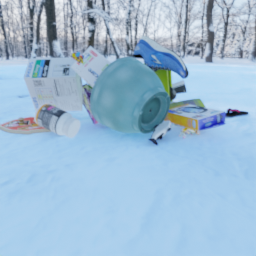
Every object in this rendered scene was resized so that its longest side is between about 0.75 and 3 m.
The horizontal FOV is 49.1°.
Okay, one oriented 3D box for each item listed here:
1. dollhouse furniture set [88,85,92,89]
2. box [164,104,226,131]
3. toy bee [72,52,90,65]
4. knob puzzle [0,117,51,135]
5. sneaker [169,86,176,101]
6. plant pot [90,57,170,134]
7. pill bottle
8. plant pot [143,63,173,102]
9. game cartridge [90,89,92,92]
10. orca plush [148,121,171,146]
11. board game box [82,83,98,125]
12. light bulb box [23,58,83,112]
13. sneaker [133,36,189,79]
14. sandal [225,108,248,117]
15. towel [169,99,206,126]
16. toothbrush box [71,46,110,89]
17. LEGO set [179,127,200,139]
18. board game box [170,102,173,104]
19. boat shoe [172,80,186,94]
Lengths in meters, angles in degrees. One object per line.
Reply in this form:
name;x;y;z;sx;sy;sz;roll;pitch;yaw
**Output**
dollhouse furniture set;-1.921;-2.139;16.820;1.483;1.136;2.265;5;18;17
box;2.563;-0.436;10.816;1.413;0.492;2.374;-16;18;-28
toy bee;-1.781;-2.477;9.988;0.540;0.448;0.825;29;-9;-24
knob puzzle;-4.210;-0.249;11.900;2.721;0.377;2.721;0;17;0
sneaker;1.551;-1.473;13.921;0.854;0.812;2.154;-39;14;-25
plant pot;0.323;-0.957;10.540;2.909;2.909;1.949;-16;39;-43
pill bottle;-2.658;-0.259;10.563;1.581;0.920;0.920;23;24;19
plant pot;1.021;-2.104;14.271;2.329;2.554;2.567;-2;22;14
game cartridge;-0.947;-0.893;12.004;1.926;0.390;1.284;42;-5;-39
orca plush;1.211;0.263;10.074;0.682;0.461;1.297;-1;33;25
board game box;-1.525;-0.917;11.411;0.303;1.127;1.878;-31;-11;-16
light bulb box;-3.517;-2.069;13.729;2.370;2.349;1.479;-1;51;-2
sneaker;1.376;-2.807;12.158;2.809;1.252;1.103;37;5;25
sandal;5.173;-0.792;13.686;1.679;0.378;0.631;-8;19;-25
towel;2.650;-0.739;12.449;1.682;0.192;1.208;-14;56;-10
toothbrush box;-0.782;-1.805;11.969;2.095;1.239;2.878;43;1;26
LEGO set;2.262;0.209;10.660;0.995;0.370;0.458;-5;44;-40
board game box;1.722;-1.084;14.138;1.095;0.142;1.095;-4;19;14
boat shoe;2.148;-1.977;16.458;2.741;0.776;0.941;-22;2;-1
